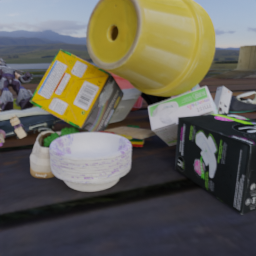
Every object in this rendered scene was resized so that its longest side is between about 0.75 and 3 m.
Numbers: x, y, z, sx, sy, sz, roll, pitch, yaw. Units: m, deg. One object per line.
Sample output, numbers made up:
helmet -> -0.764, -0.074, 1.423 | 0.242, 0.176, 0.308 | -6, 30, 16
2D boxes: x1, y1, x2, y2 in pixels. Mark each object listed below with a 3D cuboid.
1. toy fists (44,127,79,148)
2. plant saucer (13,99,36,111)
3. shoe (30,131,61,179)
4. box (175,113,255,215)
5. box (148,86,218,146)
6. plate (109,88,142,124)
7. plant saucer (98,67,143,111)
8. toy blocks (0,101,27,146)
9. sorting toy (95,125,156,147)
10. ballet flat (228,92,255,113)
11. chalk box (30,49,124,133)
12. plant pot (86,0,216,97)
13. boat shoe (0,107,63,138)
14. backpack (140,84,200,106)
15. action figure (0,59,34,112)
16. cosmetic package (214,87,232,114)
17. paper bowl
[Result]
toy fists -> -1.563, 0.243, 6.550 | 0.874, 0.301, 0.446 | -24, 30, -3
plant saucer -> -4.382, -1.046, 12.570 | 1.711, 0.410, 1.708 | 15, 21, 42
shoe -> -1.745, 0.416, 6.655 | 0.839, 0.640, 2.399 | -1, 15, -5
box -> 1.995, 0.502, 5.274 | 1.428, 1.195, 1.923 | -6, 17, -24
box -> 1.428, -0.209, 6.914 | 1.482, 0.717, 1.308 | -19, -28, 22
plate -> -0.451, -0.630, 9.465 | 1.743, 1.739, 0.282 | -13, 62, -39
plant saucer -> -0.537, -1.749, 12.877 | 2.566, 0.471, 2.561 | 10, 43, 3
toy blocks -> -3.236, -0.170, 6.650 | 1.274, 1.190, 1.072 | -27, 25, -8
sorting toy -> 0.045, 0.259, 7.540 | 1.093, 0.383, 2.267 | 7, 8, 26
ballet flat -> 5.474, -1.075, 11.776 | 2.554, 0.933, 0.933 | 0, 15, 0
chalk box -> -1.140, -0.744, 7.401 | 1.460, 1.467, 2.359 | 27, -4, 10
plant pot -> 0.368, -1.859, 6.023 | 2.297, 2.297, 2.161 | 13, 11, 41
boat shoe -> -2.748, -0.185, 8.514 | 2.647, 0.819, 0.991 | -11, 16, -28
backpack -> 1.264, -1.638, 9.836 | 1.811, 2.861, 2.388 | -38, 26, -9
action figure -> -4.153, -1.612, 9.838 | 1.756, 0.936, 2.698 | -5, 49, -38
cosmetic package -> 3.201, -0.799, 9.589 | 0.479, 1.160, 0.294 | 28, -21, -26
paper bowl -> -0.708, 0.658, 5.429 | 1.547, 0.805, 1.547 | 0, 15, 0
